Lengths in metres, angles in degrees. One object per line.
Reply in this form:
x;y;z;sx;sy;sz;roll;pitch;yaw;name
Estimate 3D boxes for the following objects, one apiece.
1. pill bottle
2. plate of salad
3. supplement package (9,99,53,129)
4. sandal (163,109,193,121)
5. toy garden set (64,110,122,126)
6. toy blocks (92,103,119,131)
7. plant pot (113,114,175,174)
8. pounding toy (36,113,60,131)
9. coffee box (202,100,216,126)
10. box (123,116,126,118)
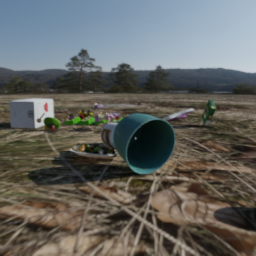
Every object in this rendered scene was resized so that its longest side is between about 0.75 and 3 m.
-0.227;0.265;8.153;0.800;0.800;1.400;-4;5;-24;pill bottle
-0.949;0.608;7.804;1.330;0.319;1.330;5;0;0;plate of salad
-4.597;-0.747;13.566;1.232;1.247;2.058;1;10;9;supplement package
2.726;-0.596;15.235;1.918;0.471;0.780;-18;0;-21;sandal
-1.636;-0.581;14.635;2.789;0.557;2.325;1;10;6;toy garden set
-0.921;-0.554;12.331;1.027;1.220;1.140;-8;10;3;toy blocks
0.265;0.268;6.706;1.346;1.346;1.080;-6;21;-30;plant pot
-3.445;-0.123;12.095;0.981;0.455;0.757;34;-43;-28;pounding toy
3.819;-0.712;13.266;0.246;1.119;0.688;5;45;-4;coffee box
0.159;-0.113;9.098;0.555;0.369;1.474;39;-9;-12;box
